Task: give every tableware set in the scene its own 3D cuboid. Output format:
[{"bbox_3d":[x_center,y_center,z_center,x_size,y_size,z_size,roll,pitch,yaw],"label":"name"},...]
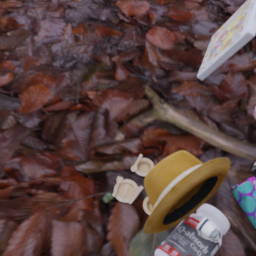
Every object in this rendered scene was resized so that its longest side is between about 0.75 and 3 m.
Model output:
[{"bbox_3d":[0.670,1.943,9.221,2.141,0.248,1.788,26,57,19],"label":"tableware set"}]

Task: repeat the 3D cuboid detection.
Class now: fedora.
[{"bbox_3d":[1.176,1.385,6.737,2.732,2.732,1.114,-27,57,-19],"label":"fedora"}]

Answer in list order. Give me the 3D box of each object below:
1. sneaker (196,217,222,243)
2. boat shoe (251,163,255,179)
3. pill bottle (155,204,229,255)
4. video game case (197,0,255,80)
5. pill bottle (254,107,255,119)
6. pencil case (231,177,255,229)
[{"bbox_3d":[1.803,2.288,6.069,0.458,1.137,0.434,33,84,35],"label":"sneaker"},{"bbox_3d":[3.458,1.493,5.816,0.708,0.752,2.093,-33,61,-25],"label":"boat shoe"},{"bbox_3d":[1.803,3.153,7.738,1.182,1.182,2.041,39,62,25],"label":"pill bottle"},{"bbox_3d":[3.227,-2.909,8.896,0.276,2.412,2.195,30,61,-8],"label":"video game case"},{"bbox_3d":[3.991,-0.620,7.705,0.757,1.336,0.757,-4,69,10],"label":"pill bottle"},{"bbox_3d":[4.029,2.508,8.354,0.885,0.961,2.080,-15,56,-20],"label":"pencil case"}]
